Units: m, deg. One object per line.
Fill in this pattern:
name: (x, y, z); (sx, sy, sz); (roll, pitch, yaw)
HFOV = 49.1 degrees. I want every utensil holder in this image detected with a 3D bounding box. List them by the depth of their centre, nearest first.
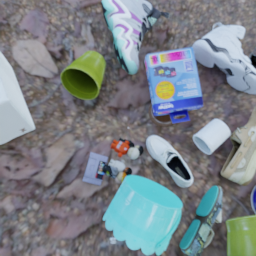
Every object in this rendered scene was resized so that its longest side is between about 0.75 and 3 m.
utensil holder: (2.435, 0.251, 8.143); (0.838, 0.712, 0.712); (-38, 76, -12)

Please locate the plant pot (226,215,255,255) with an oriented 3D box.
plant pot: (3.269, 3.157, 6.510); (2.269, 2.269, 2.185); (-7, 68, -2)

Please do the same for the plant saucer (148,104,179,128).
plant saucer: (1.129, -0.501, 8.794); (0.978, 0.168, 0.978); (0, 72, -1)

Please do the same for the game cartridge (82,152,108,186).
game cartridge: (-0.946, 1.203, 8.186); (0.562, 0.166, 0.867); (17, 75, -12)

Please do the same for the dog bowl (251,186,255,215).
dog bowl: (4.172, 2.062, 7.790); (1.325, 0.522, 1.325); (0, 72, 0)

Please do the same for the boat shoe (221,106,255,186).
boat shoe: (3.443, 0.340, 8.131); (0.831, 0.917, 2.574); (22, 75, 6)

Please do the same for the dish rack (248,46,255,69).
dish rack: (5.088, -2.794, 8.653); (1.880, 0.669, 2.452); (24, 115, 6)

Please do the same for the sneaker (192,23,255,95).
sneaker: (3.468, -2.295, 8.902); (2.635, 0.990, 1.514); (37, 73, 9)

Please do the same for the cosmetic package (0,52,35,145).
cosmetic package: (-4.259, -0.923, 7.822); (2.106, 2.093, 2.516); (-25, 72, -9)

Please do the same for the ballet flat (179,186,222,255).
ballet flat: (2.131, 2.566, 7.629); (0.747, 0.747, 2.011); (33, 78, 10)

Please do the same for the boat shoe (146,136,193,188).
boat shoe: (1.180, 0.891, 8.051); (0.665, 0.607, 1.849); (-29, 68, -11)

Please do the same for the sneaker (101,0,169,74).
sneaker: (0.436, -3.258, 9.149); (2.055, 1.142, 2.937); (-16, 74, -4)

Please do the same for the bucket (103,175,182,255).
bucket: (0.403, 2.060, 6.919); (1.815, 1.815, 1.181); (26, 98, 8)

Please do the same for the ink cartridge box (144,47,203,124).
ink cartridge box: (1.367, -1.181, 8.350); (1.423, 0.796, 2.086); (-10, 86, 1)

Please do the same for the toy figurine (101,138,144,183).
toy figurine: (-0.124, 0.895, 7.807); (0.794, 1.142, 1.124); (23, 95, 9)

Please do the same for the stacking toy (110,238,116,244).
stacking toy: (-0.108, 2.740, 7.568); (0.857, 0.201, 0.646); (-7, 37, -2)

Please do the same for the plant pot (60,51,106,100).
plant pot: (-1.266, -1.718, 8.657); (1.236, 1.236, 1.191); (18, 53, 6)
